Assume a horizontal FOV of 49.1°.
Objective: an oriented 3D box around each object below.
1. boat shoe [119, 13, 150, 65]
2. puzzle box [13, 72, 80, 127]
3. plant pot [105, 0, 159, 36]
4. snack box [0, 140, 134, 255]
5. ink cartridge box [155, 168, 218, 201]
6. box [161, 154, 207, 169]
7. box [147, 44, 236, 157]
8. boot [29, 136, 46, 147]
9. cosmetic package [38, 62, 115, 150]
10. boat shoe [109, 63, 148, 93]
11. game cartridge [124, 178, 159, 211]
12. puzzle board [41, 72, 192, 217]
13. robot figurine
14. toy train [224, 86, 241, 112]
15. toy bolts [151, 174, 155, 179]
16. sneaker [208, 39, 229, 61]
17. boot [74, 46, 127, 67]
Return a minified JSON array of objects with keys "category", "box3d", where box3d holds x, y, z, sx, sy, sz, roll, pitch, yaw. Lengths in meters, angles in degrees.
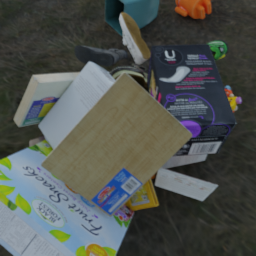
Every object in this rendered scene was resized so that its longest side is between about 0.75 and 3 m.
[{"category":"boat shoe","box3d":[0.081,-3.264,10.324,0.716,0.700,2.021,-12,75,-45]},{"category":"puzzle box","box3d":[-1.670,-0.778,7.097,0.278,1.455,2.187,50,35,16]},{"category":"plant pot","box3d":[0.241,-5.165,12.004,2.033,1.437,1.436,-26,57,-23]},{"category":"snack box","box3d":[-1.450,1.699,5.823,2.848,0.964,2.402,38,17,5]},{"category":"ink cartridge box","box3d":[1.374,1.270,6.928,1.374,1.694,0.425,16,64,10]},{"category":"box","box3d":[1.431,0.438,8.130,1.459,0.776,1.111,-11,53,-9]},{"category":"box","box3d":[1.387,-0.715,6.897,1.546,1.341,2.529,-2,56,-4]},{"category":"boot","box3d":[-1.723,0.358,8.085,2.121,1.019,2.901,-7,55,-5]},{"category":"cosmetic package","box3d":[-1.098,-0.401,6.737,2.095,0.776,1.065,-48,61,15]},{"category":"boat shoe","box3d":[0.095,-1.531,8.634,0.985,2.690,0.872,-31,77,21]},{"category":"game cartridge","box3d":[0.179,1.511,6.761,0.169,1.042,0.919,-6,75,-49]},{"category":"puzzle board","box3d":[-0.219,0.407,5.444,1.808,0.209,2.399,41,100,-15]},{"category":"robot figurine","box3d":[2.898,-5.644,12.527,1.102,1.359,1.890,-6,46,-42]},{"category":"toy train","box3d":[2.923,-0.660,9.136,1.748,0.486,1.313,-37,28,-12]},{"category":"toy bolts","box3d":[-0.319,0.343,6.907,1.877,2.585,2.707,-5,12,1]},{"category":"sneaker","box3d":[2.199,-2.347,9.248,2.020,0.788,0.861,-16,13,42]},{"category":"boot","box3d":[-0.677,-1.818,6.972,1.181,0.412,0.777,23,34,20]}]
